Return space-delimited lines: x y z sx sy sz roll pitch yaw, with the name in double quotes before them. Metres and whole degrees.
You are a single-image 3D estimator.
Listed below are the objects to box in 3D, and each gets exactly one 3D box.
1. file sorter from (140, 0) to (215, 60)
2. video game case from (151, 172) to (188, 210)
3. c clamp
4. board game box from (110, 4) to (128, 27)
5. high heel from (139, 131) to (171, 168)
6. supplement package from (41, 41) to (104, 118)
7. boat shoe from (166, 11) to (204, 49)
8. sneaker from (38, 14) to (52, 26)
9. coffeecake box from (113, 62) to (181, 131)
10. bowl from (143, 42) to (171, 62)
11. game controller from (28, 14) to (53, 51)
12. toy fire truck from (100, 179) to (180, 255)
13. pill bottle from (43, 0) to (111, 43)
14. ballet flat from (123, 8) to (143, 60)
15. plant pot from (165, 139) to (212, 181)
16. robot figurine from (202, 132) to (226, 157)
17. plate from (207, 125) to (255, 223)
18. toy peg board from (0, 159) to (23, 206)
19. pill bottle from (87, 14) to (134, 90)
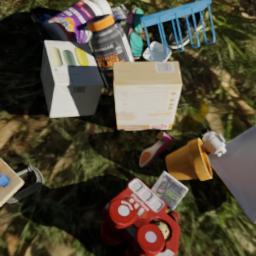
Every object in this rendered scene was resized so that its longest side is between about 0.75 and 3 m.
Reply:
"file sorter" 1.894 -3.731 10.868 2.535 1.759 1.555 -14 103 7
"video game case" 1.267 1.967 8.786 0.919 0.107 0.836 36 106 14
"c clamp" -3.651 1.723 9.211 1.602 0.217 1.368 -21 61 -12
"board game box" -0.476 -5.372 13.483 0.964 0.331 1.166 -20 60 -9
"high heel" 0.959 0.837 9.673 0.492 0.700 1.460 23 78 44
"supplement package" -2.128 -1.769 10.187 1.673 1.661 2.204 -5 55 -25
"boat shoe" 2.637 -4.555 12.680 2.517 0.835 0.941 -39 66 -21
"sneaker" -3.444 -4.845 12.882 1.518 0.797 0.575 -22 61 -12
"coffeecake box" 0.562 -0.962 9.424 2.013 2.622 0.958 -1 59 0
"bowl" 1.248 -3.098 12.000 0.995 0.371 0.994 33 75 19
"game controller" -3.566 -3.767 11.922 0.519 1.286 2.465 -26 62 -26
"toy fire truck" 0.480 2.711 8.073 2.390 1.340 2.007 38 46 21
"pill bottle" -2.118 -4.550 12.232 1.586 1.586 2.846 38 66 21
"ballet flat" 0.145 -3.990 12.162 0.905 0.879 2.544 -12 67 42
"plant pot" 1.895 1.123 8.967 1.188 1.297 1.297 -19 57 19
"robot figurine" 2.834 0.503 9.295 0.905 0.767 0.511 52 34 9
"plate" 4.256 1.259 8.828 2.609 0.423 2.615 -34 51 7
"toy peg board" -4.986 1.672 8.575 2.302 1.131 2.312 37 72 20
"pill bottle" -0.614 -2.831 10.456 1.371 2.580 1.371 -16 33 11
